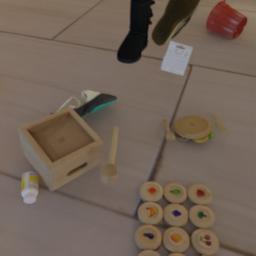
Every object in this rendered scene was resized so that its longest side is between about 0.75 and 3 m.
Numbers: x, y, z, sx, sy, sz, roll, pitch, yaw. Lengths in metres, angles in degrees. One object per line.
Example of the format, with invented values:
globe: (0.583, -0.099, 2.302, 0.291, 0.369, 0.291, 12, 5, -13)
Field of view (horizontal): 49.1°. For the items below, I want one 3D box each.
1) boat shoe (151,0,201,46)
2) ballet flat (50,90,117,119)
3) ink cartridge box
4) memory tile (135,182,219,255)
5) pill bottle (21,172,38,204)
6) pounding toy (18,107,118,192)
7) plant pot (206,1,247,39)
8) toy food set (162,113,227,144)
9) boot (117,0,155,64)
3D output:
boat shoe: (1.905, -4.359, 10.724, 1.004, 2.743, 0.889, 49, 44, 1)
ballet flat: (-1.563, -0.773, 9.765, 2.640, 0.965, 0.965, -33, 52, -27)
ink cartridge box: (1.691, -2.446, 9.845, 0.850, 1.049, 0.263, 14, 25, -4)
memory tile: (1.192, 2.460, 6.943, 2.017, 0.221, 2.631, 3, 44, 4)
pill bottle: (-2.691, 1.640, 7.665, 0.432, 0.432, 0.828, -9, 44, -10)
pounding toy: (-1.333, 0.789, 8.089, 2.396, 1.248, 2.728, -28, 59, -32)
plant pot: (5.183, -5.513, 14.601, 1.609, 1.609, 1.565, -32, 60, -30)
toy food set: (2.172, 0.066, 9.456, 1.953, 0.392, 1.348, -7, 36, 0)
boot: (0.197, -2.592, 7.211, 0.628, 1.392, 1.698, 17, 41, 14)
